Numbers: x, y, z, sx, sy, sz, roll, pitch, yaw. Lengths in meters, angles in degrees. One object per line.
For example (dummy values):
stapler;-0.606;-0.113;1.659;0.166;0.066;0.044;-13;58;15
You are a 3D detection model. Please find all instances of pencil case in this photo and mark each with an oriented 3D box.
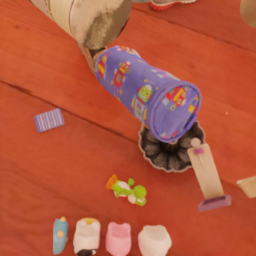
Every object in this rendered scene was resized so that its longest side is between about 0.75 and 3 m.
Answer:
pencil case;0.242;-0.668;4.619;0.899;1.000;2.304;-59;36;14

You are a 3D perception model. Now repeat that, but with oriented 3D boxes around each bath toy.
bath toy;-0.391;2.744;6.706;2.758;1.199;1.019;6;108;-1

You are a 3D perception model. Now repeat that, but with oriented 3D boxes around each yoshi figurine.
yoshi figurine;0.023;1.599;7.400;1.109;0.621;0.623;29;64;8

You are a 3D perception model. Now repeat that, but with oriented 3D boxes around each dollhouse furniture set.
dollhouse furniture set;1.776;0.549;4.539;1.534;1.216;1.089;-20;77;19

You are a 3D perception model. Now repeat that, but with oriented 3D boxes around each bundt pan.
bundt pan;1.172;0.429;7.823;1.848;0.694;1.848;0;68;-1

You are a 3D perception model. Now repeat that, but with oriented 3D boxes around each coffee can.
coffee can;-1.252;-3.138;6.657;1.642;1.642;2.243;-38;62;-14

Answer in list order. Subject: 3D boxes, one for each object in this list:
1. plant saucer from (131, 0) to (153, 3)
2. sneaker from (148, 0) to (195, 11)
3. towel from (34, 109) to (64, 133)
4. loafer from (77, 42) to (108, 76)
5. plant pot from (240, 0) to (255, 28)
plant saucer;0.455;-4.369;7.255;2.529;2.529;0.347;-11;55;-5
sneaker;1.848;-4.963;9.930;2.317;0.952;0.902;-25;70;-11
towel;-2.380;-0.215;8.431;0.809;0.096;0.586;-19;66;-9
loafer;-0.973;-2.347;8.953;0.836;0.731;2.327;-32;71;-13
plant pot;3.726;-3.281;7.051;1.764;1.615;1.764;0;96;-2
